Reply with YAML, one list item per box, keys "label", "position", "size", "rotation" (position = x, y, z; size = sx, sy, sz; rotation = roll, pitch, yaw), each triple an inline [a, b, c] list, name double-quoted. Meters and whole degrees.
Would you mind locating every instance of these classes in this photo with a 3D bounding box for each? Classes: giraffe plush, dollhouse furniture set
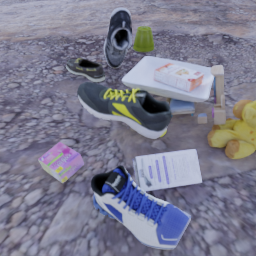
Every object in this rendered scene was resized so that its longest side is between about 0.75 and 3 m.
- label: "giraffe plush"
  position: [3.329, -0.102, 7.776]
  size: [1.883, 1.527, 1.624]
  rotation: [21, 41, 26]
- label: "dollhouse furniture set"
  position: [2.003, -1.051, 8.871]
  size: [1.969, 1.285, 1.858]
  rotation: [-3, 28, 18]

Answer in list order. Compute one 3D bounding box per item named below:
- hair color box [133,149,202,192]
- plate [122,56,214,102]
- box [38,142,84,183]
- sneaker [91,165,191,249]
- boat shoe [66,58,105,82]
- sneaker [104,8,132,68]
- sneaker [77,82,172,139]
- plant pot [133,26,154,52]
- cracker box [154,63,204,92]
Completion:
- label: "hair color box"
  position: [0.932, 1.033, 6.784]
  size: [1.517, 0.492, 0.829]
  rotation: [-6, 79, -10]
- label: "plate"
  position: [1.522, -1.709, 9.847]
  size: [2.816, 0.455, 2.810]
  rotation: [15, 35, 15]
- label: "box"
  position: [-1.732, 0.878, 7.256]
  size: [0.852, 0.412, 0.749]
  rotation: [26, 54, 34]
- label: "sneaker"
  position: [0.055, 1.522, 5.649]
  size: [2.256, 1.303, 0.911]
  rotation: [19, 58, 27]
- label: "boat shoe"
  position: [-1.841, -2.616, 11.893]
  size: [2.200, 0.662, 0.784]
  rotation: [26, 49, 32]
- label: "sneaker"
  position: [-0.441, -3.337, 11.370]
  size: [0.997, 2.642, 1.503]
  rotation: [5, 45, -9]
- label: "sneaker"
  position: [-0.033, -0.786, 8.217]
  size: [2.930, 1.240, 1.091]
  rotation: [22, 52, -4]
- label: "plant pot"
  position: [0.802, -4.558, 14.240]
  size: [1.085, 1.044, 1.085]
  rotation: [0, 36, 0]
- label: "cracker box"
  position: [1.757, -1.779, 9.735]
  size: [1.439, 0.415, 0.964]
  rotation: [26, 39, 29]
